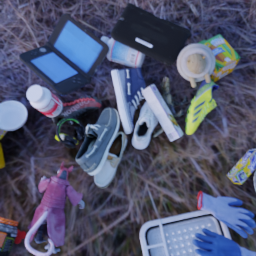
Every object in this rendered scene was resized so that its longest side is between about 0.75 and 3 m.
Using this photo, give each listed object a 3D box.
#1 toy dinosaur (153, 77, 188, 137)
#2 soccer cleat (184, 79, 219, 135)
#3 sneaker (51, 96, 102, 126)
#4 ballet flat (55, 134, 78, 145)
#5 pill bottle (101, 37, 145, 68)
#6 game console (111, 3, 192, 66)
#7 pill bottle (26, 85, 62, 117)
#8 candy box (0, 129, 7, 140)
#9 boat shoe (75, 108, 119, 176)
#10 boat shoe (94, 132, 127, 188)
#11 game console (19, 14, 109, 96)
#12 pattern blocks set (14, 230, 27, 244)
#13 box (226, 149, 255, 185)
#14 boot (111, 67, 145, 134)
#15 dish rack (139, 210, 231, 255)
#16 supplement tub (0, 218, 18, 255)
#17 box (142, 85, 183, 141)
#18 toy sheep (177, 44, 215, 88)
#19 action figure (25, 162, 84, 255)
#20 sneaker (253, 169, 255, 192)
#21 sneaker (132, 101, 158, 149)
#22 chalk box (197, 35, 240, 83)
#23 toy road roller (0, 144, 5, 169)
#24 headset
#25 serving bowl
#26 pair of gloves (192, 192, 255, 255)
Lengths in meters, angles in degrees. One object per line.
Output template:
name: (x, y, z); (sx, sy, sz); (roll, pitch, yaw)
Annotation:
toy dinosaur: (1.720, -0.829, 11.217); (1.150, 0.619, 2.609); (-3, 66, 31)
soccer cleat: (2.947, -0.837, 11.160); (1.073, 0.829, 2.565); (20, 69, 7)
sneaker: (-2.065, -0.607, 11.109); (2.141, 0.757, 1.046); (-11, 68, -2)
ballet flat: (-2.407, 0.413, 10.932); (0.979, 0.328, 0.327); (17, 71, 7)
pill bottle: (-0.264, -3.275, 12.011); (1.911, 1.039, 1.039); (18, 69, 6)
game console: (1.089, -4.006, 12.120); (2.907, 1.692, 2.556); (27, 80, 7)
pill bottle: (-3.035, -0.970, 10.165); (0.803, 1.430, 0.803); (-4, 72, 11)
candy box: (-5.015, -0.069, 11.227); (0.520, 0.134, 1.017); (28, 71, 10)
boat shoe: (-1.118, 0.266, 10.292); (0.901, 1.062, 2.916); (39, 50, -30)
boat shoe: (-0.690, 1.132, 10.415); (0.823, 0.753, 2.201); (19, 70, 7)
game console: (-2.666, -3.067, 11.502); (2.819, 1.668, 2.406); (40, 48, 15)
pattern blocks set: (-4.555, 4.125, 9.546); (1.865, 0.151, 1.639); (11, 68, 4)
box: (4.350, 1.425, 10.360); (1.435, 0.503, 0.461); (-43, 92, -14)
boot: (0.175, -1.190, 11.177); (1.273, 1.025, 2.818); (-11, 71, -2)
dish rack: (1.989, 4.191, 9.269); (2.943, 0.641, 2.526); (-11, 68, -4)
supplement tub: (-4.230, 3.753, 9.120); (0.934, 0.934, 1.525); (13, 67, 5)
box: (1.329, -0.573, 10.802); (2.272, 0.471, 0.440); (59, 36, 0)
toy sheep: (2.643, -2.504, 10.920); (1.587, 2.302, 1.587); (2, 108, 6)
action figure: (-2.586, 2.472, 9.301); (1.871, 2.080, 2.794); (13, 83, 11)
sneaker: (5.276, 1.296, 9.942); (0.981, 1.510, 2.615); (16, 69, 6)
sneaker: (0.741, -0.253, 10.807); (0.820, 1.045, 2.104); (14, 69, 6)
chalk box: (3.603, -3.080, 11.891); (1.131, 1.124, 1.813); (-30, 72, -12)
toy road roller: (-5.687, 0.622, 9.988); (1.515, 1.800, 2.466); (-22, 70, -1)
headset: (-1.948, 0.373, 10.488); (1.033, 0.786, 1.673); (-43, 110, -24)
serving bowl: (-4.639, -0.418, 11.080); (1.293, 0.425, 1.293); (3, 63, -7)
pair of gloves: (3.157, 3.394, 9.075); (2.202, 0.312, 2.739); (21, 49, -1)
